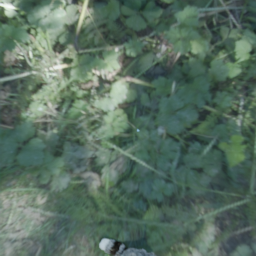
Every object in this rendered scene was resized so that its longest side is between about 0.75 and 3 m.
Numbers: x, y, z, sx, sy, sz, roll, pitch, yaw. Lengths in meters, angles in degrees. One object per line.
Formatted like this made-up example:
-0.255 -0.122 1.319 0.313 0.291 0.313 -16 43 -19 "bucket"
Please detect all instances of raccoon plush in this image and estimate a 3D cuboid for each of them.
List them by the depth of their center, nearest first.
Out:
0.036 3.778 7.589 1.984 1.329 0.960 15 75 4 "raccoon plush"
